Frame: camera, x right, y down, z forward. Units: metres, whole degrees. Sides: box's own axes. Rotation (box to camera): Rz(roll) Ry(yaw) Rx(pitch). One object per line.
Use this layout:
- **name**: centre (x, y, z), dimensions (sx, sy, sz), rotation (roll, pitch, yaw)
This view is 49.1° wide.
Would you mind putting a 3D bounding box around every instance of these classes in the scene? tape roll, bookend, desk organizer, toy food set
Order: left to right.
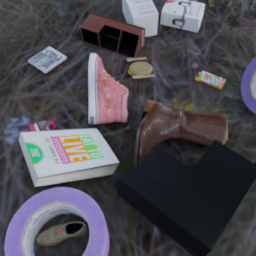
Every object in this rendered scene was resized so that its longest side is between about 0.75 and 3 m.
- **tape roll**: centre (-1.739, 2.877, 7.198), dimensions (2.466, 1.048, 2.466), rotation (0, 57, 1)
- **desk organizer**: centre (-0.639, -3.795, 11.544), dimensions (2.507, 0.899, 0.965), rotation (21, 62, 13)
- **toy food set**: centre (0.461, -2.264, 10.940), dimensions (0.978, 0.284, 1.417), rotation (-6, 45, -7)
- **bookend**: centre (1.670, 1.458, 7.916), dimensions (2.948, 1.358, 2.930), rotation (33, 61, 21)
- **tape roll**: centre (4.917, -1.410, 9.135), dimensions (0.935, 2.200, 2.200), rotation (0, 53, -33)

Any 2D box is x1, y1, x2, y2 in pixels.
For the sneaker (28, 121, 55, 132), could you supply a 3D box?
- **sneaker**: centre (-2.448, 0.597, 8.758), dimensions (0.807, 0.871, 2.162), rotation (-21, 59, -15)

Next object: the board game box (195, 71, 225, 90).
- **board game box**: centre (3.151, -1.851, 10.748), dimensions (1.057, 0.158, 0.505), rotation (23, 57, 17)

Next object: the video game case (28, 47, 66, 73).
- **video game case**: centre (-3.251, -2.753, 11.270), dimensions (1.044, 0.134, 1.148), rotation (34, 62, 23)

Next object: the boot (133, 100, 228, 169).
- **boot**: centre (1.765, 0.380, 8.907), dimensions (2.976, 0.956, 2.774), rotation (14, 58, 4)

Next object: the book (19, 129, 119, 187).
- **book**: centre (-1.720, 0.752, 8.202), dimensions (2.467, 0.593, 1.648), rotation (-4, 47, -38)

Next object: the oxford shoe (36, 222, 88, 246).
- **oxford shoe**: centre (-1.817, 2.794, 7.553), dimensions (1.405, 0.525, 0.495), rotation (-16, 59, -10)

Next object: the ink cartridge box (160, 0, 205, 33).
- **ink cartridge box**: centre (2.426, -5.047, 12.430), dimensions (1.702, 0.710, 1.236), rotation (17, 59, 10)

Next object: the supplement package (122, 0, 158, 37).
- **supplement package**: centre (0.484, -4.992, 12.154), dimensions (1.081, 1.123, 1.974), rotation (-13, 60, -7)

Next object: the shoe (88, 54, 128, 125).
- **shoe**: centre (-0.743, -1.425, 10.005), dimensions (1.352, 1.062, 2.972), rotation (0, 58, -8)
